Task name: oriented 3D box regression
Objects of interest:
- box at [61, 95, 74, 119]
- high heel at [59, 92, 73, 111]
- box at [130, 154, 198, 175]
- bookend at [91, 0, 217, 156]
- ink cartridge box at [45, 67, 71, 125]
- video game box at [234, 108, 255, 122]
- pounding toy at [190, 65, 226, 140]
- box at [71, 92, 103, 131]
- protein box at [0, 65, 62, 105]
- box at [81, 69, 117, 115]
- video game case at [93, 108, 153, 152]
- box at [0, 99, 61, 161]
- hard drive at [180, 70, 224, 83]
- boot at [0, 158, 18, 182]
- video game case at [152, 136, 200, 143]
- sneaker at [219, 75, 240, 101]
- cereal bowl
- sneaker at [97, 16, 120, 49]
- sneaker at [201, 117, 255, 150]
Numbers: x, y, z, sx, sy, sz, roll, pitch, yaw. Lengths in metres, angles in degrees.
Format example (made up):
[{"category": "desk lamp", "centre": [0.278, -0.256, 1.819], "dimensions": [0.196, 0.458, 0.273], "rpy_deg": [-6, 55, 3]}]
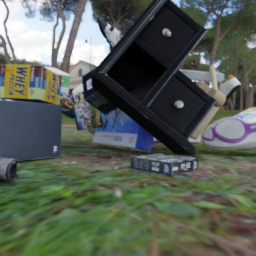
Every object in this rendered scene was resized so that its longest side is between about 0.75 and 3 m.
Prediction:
[{"category": "box", "centre": [-2.018, -0.711, 9.377], "dimensions": [0.708, 0.189, 1.168], "rpy_deg": [-26, -35, 23]}, {"category": "high heel", "centre": [-2.328, -0.719, 8.029], "dimensions": [1.429, 0.510, 1.018], "rpy_deg": [-9, 33, -25]}, {"category": "box", "centre": [0.661, 0.652, 5.182], "dimensions": [0.797, 0.217, 0.995], "rpy_deg": [-2, 2, -44]}, {"category": "bookend", "centre": [1.070, -1.281, 6.669], "dimensions": [2.829, 2.811, 1.303], "rpy_deg": [40, -8, -4]}, {"category": "ink cartridge box", "centre": [-2.816, -1.115, 9.871], "dimensions": [0.818, 1.870, 1.359], "rpy_deg": [-1, 21, -42]}, {"category": "video game box", "centre": [3.755, -0.306, 8.599], "dimensions": [1.253, 0.293, 1.141], "rpy_deg": [-24, 10, -18]}, {"category": "pounding toy", "centre": [2.081, -0.688, 7.829], "dimensions": [1.013, 1.945, 2.214], "rpy_deg": [36, -1, -20]}, {"category": "box", "centre": [-1.276, -0.544, 8.729], "dimensions": [0.810, 1.187, 0.224], "rpy_deg": [-8, -5, -23]}, {"category": "protein box", "centre": [-2.401, -1.011, 6.819], "dimensions": [1.156, 0.780, 1.147], "rpy_deg": [3, -2, 11]}, {"category": "box", "centre": [-0.775, -1.026, 7.932], "dimensions": [0.580, 0.942, 0.934], "rpy_deg": [-27, -37, 21]}, {"category": "video game case", "centre": [-0.012, -0.710, 8.585], "dimensions": [0.612, 2.694, 2.442], "rpy_deg": [17, -9, -34]}, {"category": "box", "centre": [-3.081, 0.042, 6.653], "dimensions": [2.430, 1.301, 1.804], "rpy_deg": [2, 1, 34]}, {"category": "hard drive", "centre": [1.838, -1.618, 8.576], "dimensions": [1.313, 0.261, 1.990], "rpy_deg": [3, 12, -11]}, {"category": "boot", "centre": [-2.081, 0.565, 3.744], "dimensions": [1.020, 0.541, 1.550], "rpy_deg": [5, 5, -7]}, {"category": "video game case", "centre": [1.438, 0.284, 12.297], "dimensions": [2.669, 0.527, 2.944], "rpy_deg": [0, 2, -4]}, {"category": "sneaker", "centre": [2.783, -1.098, 8.077], "dimensions": [0.407, 0.474, 1.119], "rpy_deg": [-16, -23, -24]}, {"category": "cereal bowl", "centre": [-1.093, -0.845, 10.918], "dimensions": [0.950, 2.281, 2.281], "rpy_deg": [-30, -14, 28]}, {"category": "sneaker", "centre": [-0.440, -2.436, 7.143], "dimensions": [0.425, 0.961, 0.356], "rpy_deg": [-34, 15, -9]}, {"category": "sneaker", "centre": [3.240, 0.322, 7.222], "dimensions": [2.571, 0.963, 1.281], "rpy_deg": [-7, -41, 26]}]
